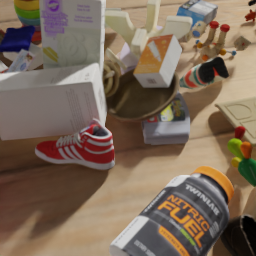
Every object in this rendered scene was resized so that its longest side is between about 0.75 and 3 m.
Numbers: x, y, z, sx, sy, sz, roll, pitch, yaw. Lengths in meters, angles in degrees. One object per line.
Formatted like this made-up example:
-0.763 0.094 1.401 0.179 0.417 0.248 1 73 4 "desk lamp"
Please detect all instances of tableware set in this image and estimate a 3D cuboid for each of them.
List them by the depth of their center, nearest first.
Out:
-1.141 -1.883 8.459 0.466 1.536 2.324 -13 53 -47 "tableware set"

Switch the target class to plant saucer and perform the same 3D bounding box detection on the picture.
0.398 -1.010 8.211 2.297 0.338 2.297 -15 47 16 "plant saucer"

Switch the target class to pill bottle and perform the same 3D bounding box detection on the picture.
0.993 1.866 5.421 1.390 1.390 2.618 34 56 27 "pill bottle"

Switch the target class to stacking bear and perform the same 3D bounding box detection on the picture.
-3.650 -4.789 10.421 1.496 2.631 1.598 -1 58 -2 "stacking bear"

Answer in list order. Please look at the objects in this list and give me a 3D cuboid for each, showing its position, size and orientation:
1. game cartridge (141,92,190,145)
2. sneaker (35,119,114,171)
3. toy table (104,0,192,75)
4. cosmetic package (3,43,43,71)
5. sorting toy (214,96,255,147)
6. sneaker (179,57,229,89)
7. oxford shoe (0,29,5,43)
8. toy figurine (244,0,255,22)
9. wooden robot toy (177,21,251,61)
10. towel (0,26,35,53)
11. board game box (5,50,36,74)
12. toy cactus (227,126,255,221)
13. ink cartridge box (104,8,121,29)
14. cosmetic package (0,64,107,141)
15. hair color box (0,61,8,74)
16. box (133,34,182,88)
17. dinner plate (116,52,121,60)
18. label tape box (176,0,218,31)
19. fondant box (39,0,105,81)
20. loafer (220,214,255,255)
1.053 -0.416 8.171 1.372 0.421 2.062 -1 48 -6 "game cartridge"
-1.315 0.323 6.815 2.035 1.144 0.725 8 34 6 "sneaker"
0.632 -2.983 9.317 2.749 1.751 2.991 0 56 6 "toy table"
-3.791 -2.718 10.143 1.521 0.542 0.772 29 54 25 "cosmetic package"
4.150 -0.313 7.989 2.752 0.368 2.050 -11 39 -13 "sorting toy"
2.386 -1.697 8.936 1.007 0.758 2.154 -16 6 43 "sneaker"
-5.857 -3.364 10.538 2.311 0.814 0.864 2 54 3 "oxford shoe"
5.562 -4.855 11.652 0.788 1.115 1.133 -29 54 -10 "toy figurine"
2.880 -3.019 10.086 2.712 1.195 1.231 24 63 21 "wooden robot toy"
-3.902 -3.128 9.950 1.047 0.351 1.418 -6 47 0 "towel"
-3.467 -1.870 8.798 1.219 0.251 1.216 -56 35 -2 "board game box"
3.258 1.223 6.342 2.654 1.357 2.190 34 75 23 "toy cactus"
-1.069 -4.259 10.961 1.650 0.691 1.191 -1 18 -2 "ink cartridge box"
-2.073 -0.664 7.312 2.787 1.500 1.182 -3 36 6 "cosmetic package"
-4.633 -1.777 9.091 0.699 0.403 1.260 41 52 12 "hair color box"
0.870 -1.910 8.078 0.863 0.677 1.388 5 63 36 "box"
0.025 -2.542 10.240 0.926 0.112 0.926 -1 50 1 "dinner plate"
2.852 -4.884 12.044 1.263 0.583 1.762 31 54 25 "label tape box"
-1.454 -2.308 7.461 1.561 2.164 0.630 5 26 2 "fondant box"
2.734 2.612 5.087 0.902 0.881 2.470 -30 55 -24 "loafer"
